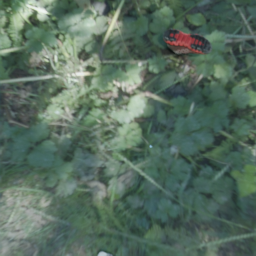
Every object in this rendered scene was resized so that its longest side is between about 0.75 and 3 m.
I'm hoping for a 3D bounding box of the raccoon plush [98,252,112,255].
[{"bbox_3d":[-0.108,4.131,7.324,1.984,1.329,0.960,23,73,8],"label":"raccoon plush"}]

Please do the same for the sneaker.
[{"bbox_3d":[2.104,-2.920,9.914,1.783,0.871,0.630,23,77,20],"label":"sneaker"}]
